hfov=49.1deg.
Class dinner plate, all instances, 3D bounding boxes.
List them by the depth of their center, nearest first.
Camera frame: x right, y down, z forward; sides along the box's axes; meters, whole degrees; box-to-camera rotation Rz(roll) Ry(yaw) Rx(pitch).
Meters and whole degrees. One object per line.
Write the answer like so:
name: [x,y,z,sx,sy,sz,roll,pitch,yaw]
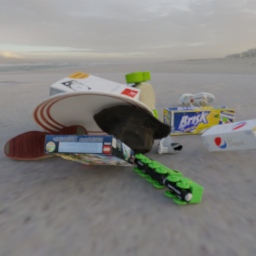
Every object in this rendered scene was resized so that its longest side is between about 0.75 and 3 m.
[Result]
dinner plate: [-0.823,-0.264,6.821,2.928,0.355,2.928,-1,-23,0]

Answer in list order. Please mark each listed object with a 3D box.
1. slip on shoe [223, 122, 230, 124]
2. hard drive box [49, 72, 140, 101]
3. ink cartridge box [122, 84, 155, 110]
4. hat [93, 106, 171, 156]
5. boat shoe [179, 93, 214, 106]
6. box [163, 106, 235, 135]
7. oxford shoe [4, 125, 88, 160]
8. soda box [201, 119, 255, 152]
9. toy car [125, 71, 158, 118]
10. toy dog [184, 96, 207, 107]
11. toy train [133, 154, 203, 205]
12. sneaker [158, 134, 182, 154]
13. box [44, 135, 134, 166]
slip on shoe: [3.990,0.034,8.767,2.026,0.620,0.751,14,19,38]
hard drive box: [-0.997,-0.860,8.777,2.310,0.887,1.800,18,29,10]
ink cartridge box: [0.272,-1.333,12.853,1.669,1.217,0.691,6,33,36]
hat: [0.029,0.256,6.878,1.994,0.804,1.994,8,-22,3]
boat shoe: [3.719,-1.476,15.099,1.896,0.699,0.608,1,46,-4]
box: [2.419,-0.276,9.688,2.365,0.829,0.760,-3,13,-13]
oxford shoe: [-2.060,0.506,7.291,2.173,0.765,0.812,-7,-22,0]
soda box: [2.652,0.202,7.009,0.559,0.523,1.641,-34,10,-27]
toy car: [-0.234,-1.062,11.171,2.355,1.935,1.858,-8,8,24]
toy dog: [3.481,-1.219,14.269,1.175,0.566,0.775,11,36,36]
toy train: [0.724,0.968,5.633,0.564,0.417,2.001,4,11,-26]
sneaker: [1.219,0.459,7.789,0.619,0.402,1.071,8,26,16]
box: [-0.689,0.504,5.786,1.272,0.351,1.863,-1,-13,13]
